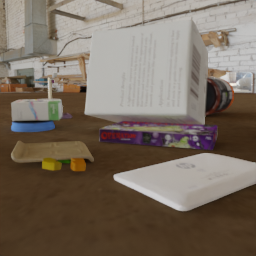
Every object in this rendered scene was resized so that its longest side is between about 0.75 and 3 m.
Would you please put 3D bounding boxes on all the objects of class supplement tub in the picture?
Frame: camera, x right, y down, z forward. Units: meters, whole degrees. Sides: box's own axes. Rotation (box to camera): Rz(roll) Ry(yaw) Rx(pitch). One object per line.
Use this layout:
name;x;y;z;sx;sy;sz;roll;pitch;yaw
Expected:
supplement tub;3.688;-1.412;12.409;1.602;1.602;2.997;6;10;35

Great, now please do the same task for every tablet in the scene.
tablet;0.977;0.646;3.966;2.052;0.140;1.335;-6;11;-37

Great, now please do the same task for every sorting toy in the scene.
sorting toy;-1.268;0.492;4.783;1.304;0.234;1.750;2;8;-16

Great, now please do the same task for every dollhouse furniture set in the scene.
dollhouse furniture set;-3.508;-1.352;11.485;1.946;1.743;2.456;-3;10;-21

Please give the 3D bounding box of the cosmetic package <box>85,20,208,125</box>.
cosmetic package;0.612;-1.302;7.854;2.787;2.297;2.300;3;-5;25

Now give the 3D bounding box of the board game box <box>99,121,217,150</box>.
board game box;0.773;0.125;6.673;2.533;0.409;1.520;3;5;20

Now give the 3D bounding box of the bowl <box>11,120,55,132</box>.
bowl;-2.824;-0.095;8.347;1.226;0.241;1.226;0;9;0

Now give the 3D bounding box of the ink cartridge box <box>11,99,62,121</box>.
ink cartridge box;-2.771;-0.557;8.619;1.360;0.595;0.989;-3;11;-7
